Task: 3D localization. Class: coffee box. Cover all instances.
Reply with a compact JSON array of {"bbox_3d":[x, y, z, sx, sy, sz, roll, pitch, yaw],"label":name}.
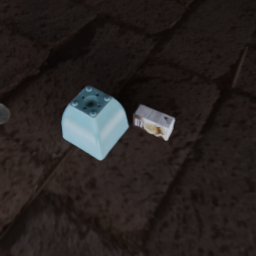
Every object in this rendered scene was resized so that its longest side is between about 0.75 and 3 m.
[{"bbox_3d":[0.915,-0.206,10.341,1.413,0.799,0.564,23,59,16],"label":"coffee box"}]

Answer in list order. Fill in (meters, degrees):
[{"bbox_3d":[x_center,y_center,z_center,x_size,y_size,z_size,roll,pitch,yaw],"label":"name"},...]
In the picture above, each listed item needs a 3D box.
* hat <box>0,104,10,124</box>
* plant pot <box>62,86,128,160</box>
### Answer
[{"bbox_3d":[-5.054,0.057,9.349,2.444,2.444,0.986,-17,74,-11],"label":"hat"},{"bbox_3d":[-1.216,-0.361,9.816,1.817,1.851,1.812,28,61,18],"label":"plant pot"}]
